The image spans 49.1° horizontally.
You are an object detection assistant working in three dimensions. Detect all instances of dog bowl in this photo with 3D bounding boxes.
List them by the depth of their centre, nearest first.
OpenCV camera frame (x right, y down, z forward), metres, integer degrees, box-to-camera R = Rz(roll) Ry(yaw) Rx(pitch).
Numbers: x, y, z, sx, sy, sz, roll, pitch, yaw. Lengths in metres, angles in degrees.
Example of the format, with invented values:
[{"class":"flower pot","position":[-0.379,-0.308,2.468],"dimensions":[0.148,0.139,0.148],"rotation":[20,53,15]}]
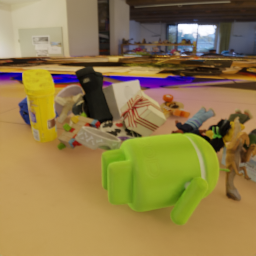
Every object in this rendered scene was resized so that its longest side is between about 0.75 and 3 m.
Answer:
[{"class":"dog bowl","position":[-0.725,0.300,7.079],"dimensions":[1.190,0.349,1.190],"rotation":[21,6,-2]}]

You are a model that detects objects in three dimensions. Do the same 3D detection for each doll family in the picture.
[{"class":"doll family","position":[2.530,0.156,8.129],"dimensions":[1.688,1.146,2.921],"rotation":[-40,21,-22]}]

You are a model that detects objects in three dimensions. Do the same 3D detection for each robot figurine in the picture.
[{"class":"robot figurine","position":[0.807,0.949,6.296],"dimensions":[2.719,1.573,2.385],"rotation":[-6,19,-17]}]

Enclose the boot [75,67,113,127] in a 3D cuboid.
[{"class":"boot","position":[-1.310,-1.151,11.436],"dimensions":[1.023,2.251,2.679],"rotation":[-17,1,3]}]

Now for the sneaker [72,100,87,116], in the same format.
[{"class":"sneaker","position":[-1.637,-0.889,12.480],"dimensions":[1.199,1.078,2.779],"rotation":[15,16,29]}]

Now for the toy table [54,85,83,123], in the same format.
[{"class":"toy table","position":[-2.567,-0.992,12.239],"dimensions":[1.567,1.705,0.998],"rotation":[23,19,-29]}]

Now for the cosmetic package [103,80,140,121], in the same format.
[{"class":"cosmetic package","position":[-0.180,-1.167,12.274],"dimensions":[1.502,1.506,0.926],"rotation":[-15,1,-38]}]

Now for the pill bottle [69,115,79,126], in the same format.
[{"class":"pill bottle","position":[-1.912,-0.032,10.584],"dimensions":[0.619,0.619,1.114],"rotation":[-2,20,-7]}]

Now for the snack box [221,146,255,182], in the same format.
[{"class":"snack box","position":[4.042,1.003,7.527],"dimensions":[1.729,0.644,2.431],"rotation":[-9,21,-25]}]

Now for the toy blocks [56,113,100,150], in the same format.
[{"class":"toy blocks","position":[-1.554,0.193,9.215],"dimensions":[1.024,0.749,1.498],"rotation":[15,53,40]}]

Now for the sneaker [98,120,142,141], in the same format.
[{"class":"sneaker","position":[-0.350,0.169,9.877],"dimensions":[1.928,0.777,0.804],"rotation":[1,-28,-38]}]

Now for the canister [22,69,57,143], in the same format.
[{"class":"canister","position":[-3.019,-0.748,9.711],"dimensions":[0.915,2.113,1.569],"rotation":[-10,38,-20]}]

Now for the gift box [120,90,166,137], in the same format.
[{"class":"gift box","position":[0.517,-0.464,9.610],"dimensions":[1.183,1.169,1.266],"rotation":[29,24,-36]}]

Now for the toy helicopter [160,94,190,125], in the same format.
[{"class":"toy helicopter","position":[1.857,-0.644,12.511],"dimensions":[1.441,0.860,2.179],"rotation":[20,37,25]}]

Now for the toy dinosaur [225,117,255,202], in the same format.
[{"class":"toy dinosaur","position":[2.580,0.464,6.694],"dimensions":[0.731,2.419,1.285],"rotation":[19,-22,-6]}]

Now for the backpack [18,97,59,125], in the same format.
[{"class":"backpack","position":[-3.958,-0.751,11.822],"dimensions":[1.473,1.197,1.236],"rotation":[15,43,34]}]
